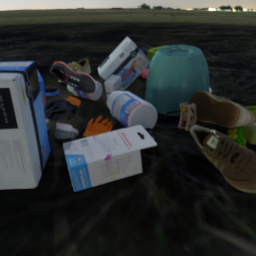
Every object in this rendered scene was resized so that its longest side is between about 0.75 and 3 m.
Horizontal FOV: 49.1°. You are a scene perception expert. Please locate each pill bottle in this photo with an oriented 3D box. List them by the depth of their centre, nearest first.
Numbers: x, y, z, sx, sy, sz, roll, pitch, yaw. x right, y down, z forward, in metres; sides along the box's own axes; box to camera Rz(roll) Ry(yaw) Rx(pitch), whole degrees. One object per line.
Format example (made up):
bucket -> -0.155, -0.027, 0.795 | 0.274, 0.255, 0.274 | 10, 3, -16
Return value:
pill bottle -> 0.044, -0.679, 10.537 | 1.202, 1.202, 2.142 | -13, 29, -25
pill bottle -> -2.102, -1.885, 13.331 | 1.605, 0.899, 0.899 | 16, 30, 30

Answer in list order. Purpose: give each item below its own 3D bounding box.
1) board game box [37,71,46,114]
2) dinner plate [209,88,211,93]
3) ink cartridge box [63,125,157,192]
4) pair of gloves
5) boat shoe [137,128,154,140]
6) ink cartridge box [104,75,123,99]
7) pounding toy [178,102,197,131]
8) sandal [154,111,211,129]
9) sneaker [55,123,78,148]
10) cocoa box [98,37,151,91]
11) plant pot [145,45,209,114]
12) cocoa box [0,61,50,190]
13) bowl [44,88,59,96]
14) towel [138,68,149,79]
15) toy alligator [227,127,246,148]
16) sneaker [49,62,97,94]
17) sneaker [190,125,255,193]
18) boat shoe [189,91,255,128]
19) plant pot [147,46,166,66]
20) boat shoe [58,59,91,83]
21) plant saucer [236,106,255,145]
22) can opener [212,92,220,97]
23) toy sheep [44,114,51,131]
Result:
board game box -> -3.807, -1.466, 11.701 | 0.470, 1.589, 2.089 | -11, 29, -21
dinner plate -> 2.998, -1.850, 13.980 | 2.219, 0.269, 2.219 | -1, 25, 0
ink cartridge box -> -0.501, 0.769, 7.783 | 2.370, 0.804, 1.365 | -14, 29, -13
pair of gloves -> -1.680, -0.380, 9.958 | 2.353, 0.291, 2.097 | 30, 29, 3
boat shoe -> 0.036, 0.264, 9.279 | 1.660, 0.550, 0.580 | -3, 22, -4
ink cartridge box -> -0.608, -1.678, 12.376 | 0.447, 1.071, 0.778 | 13, 43, 24
pounding toy -> 1.957, -0.342, 9.935 | 0.710, 1.237, 0.707 | 17, 44, 40
sandal -> 2.043, -0.430, 10.793 | 2.388, 0.511, 0.908 | -5, 27, -11
sneaker -> -2.015, 0.298, 8.983 | 0.588, 0.697, 1.594 | 12, -9, 0
cocoa box -> -0.218, -3.110, 13.972 | 1.467, 2.235, 1.491 | 40, 14, -23
plant pot -> 2.133, -2.226, 12.138 | 2.886, 2.316, 2.886 | -3, 31, 2
cocoa box -> -3.345, -0.110, 7.366 | 1.952, 2.927, 1.921 | -3, 26, -3
bowl -> -3.881, -1.794, 13.984 | 0.795, 0.156, 0.795 | 0, 26, 0
towel -> 1.745, -3.079, 16.442 | 2.005, 0.312, 2.773 | -15, 31, -31
toy alligator -> 3.492, 0.313, 9.287 | 0.572, 0.625, 2.109 | -33, 9, 31
sneaker -> -2.422, -2.034, 12.062 | 2.211, 0.852, 0.906 | 26, 27, 0
sneaker -> 2.522, 0.723, 7.449 | 1.099, 1.025, 2.910 | 34, 4, -20
boat shoe -> 3.186, -0.587, 9.966 | 0.960, 1.061, 2.976 | 11, 15, -20
plant pot -> 2.174, -3.210, 14.563 | 1.817, 1.649, 1.808 | 25, 36, 37
boat shoe -> -3.124, -3.336, 16.204 | 1.065, 0.956, 2.879 | 8, 27, 16
plant saucer -> 5.044, -0.267, 10.368 | 2.335, 0.559, 2.332 | -5, 26, -8
can opener -> 3.466, -0.772, 10.679 | 0.479, 1.217, 0.386 | -23, 3, -43
toy sheep -> -3.158, -0.132, 9.738 | 1.349, 0.930, 0.930 | -5, 19, 36
